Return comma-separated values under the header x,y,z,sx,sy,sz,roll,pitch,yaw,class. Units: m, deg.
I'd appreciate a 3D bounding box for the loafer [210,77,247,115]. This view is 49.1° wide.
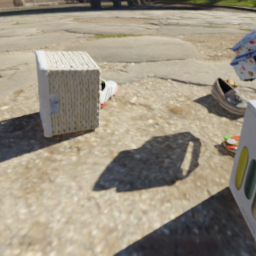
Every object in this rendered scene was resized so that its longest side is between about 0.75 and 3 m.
x,y,z,sx,sy,sz,roll,pitch,yaw,class
5.052,-1.651,14.057,1.066,0.932,2.964,-7,30,-12,loafer

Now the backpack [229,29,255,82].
x,y,z,sx,sy,sz,roll,pitch,yaw,class
5.411,-2.995,11.446,2.640,2.033,2.514,-32,0,-10,backpack

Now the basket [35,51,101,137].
x,y,z,sx,sy,sz,roll,pitch,yaw,class
-2.666,-1.604,12.075,2.382,2.936,2.962,-7,30,-20,basket

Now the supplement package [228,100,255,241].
x,y,z,sx,sy,sz,roll,pitch,yaw,class
4.274,1.066,7.244,2.236,2.968,2.253,-1,30,-1,supplement package

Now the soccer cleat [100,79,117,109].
x,y,z,sx,sy,sz,roll,pitch,yaw,class
-1.222,-2.040,14.441,0.994,1.233,2.896,8,31,13,soccer cleat

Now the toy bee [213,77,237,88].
x,y,z,sx,sy,sz,roll,pitch,yaw,class
5.595,-2.440,15.652,1.354,0.736,0.887,-20,79,-16,toy bee

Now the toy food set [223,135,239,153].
x,y,z,sx,sy,sz,roll,pitch,yaw,class
4.218,0.615,10.766,1.118,0.275,1.130,-6,31,-9,toy food set
